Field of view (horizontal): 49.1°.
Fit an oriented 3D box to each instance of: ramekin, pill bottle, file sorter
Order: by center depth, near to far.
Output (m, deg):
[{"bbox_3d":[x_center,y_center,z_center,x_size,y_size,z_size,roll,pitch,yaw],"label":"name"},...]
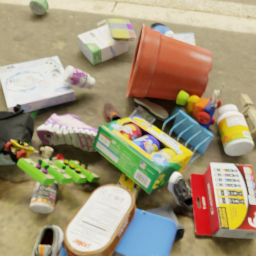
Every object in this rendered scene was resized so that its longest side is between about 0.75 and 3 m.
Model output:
[{"bbox_3d":[-2.731,2.099,9.254,0.738,0.738,1.268,2,54,2],"label":"pill bottle"},{"bbox_3d":[2.054,0.342,10.212,0.954,1.079,1.556,-31,60,-31],"label":"file sorter"},{"bbox_3d":[3.945,0.050,10.547,1.005,1.005,1.811,-2,54,-1],"label":"pill bottle"},{"bbox_3d":[-2.036,-2.044,11.674,1.226,0.688,0.688,19,46,-34],"label":"pill bottle"},{"bbox_3d":[-4.954,-6.752,15.454,1.015,1.015,0.496,12,63,8],"label":"ramekin"}]

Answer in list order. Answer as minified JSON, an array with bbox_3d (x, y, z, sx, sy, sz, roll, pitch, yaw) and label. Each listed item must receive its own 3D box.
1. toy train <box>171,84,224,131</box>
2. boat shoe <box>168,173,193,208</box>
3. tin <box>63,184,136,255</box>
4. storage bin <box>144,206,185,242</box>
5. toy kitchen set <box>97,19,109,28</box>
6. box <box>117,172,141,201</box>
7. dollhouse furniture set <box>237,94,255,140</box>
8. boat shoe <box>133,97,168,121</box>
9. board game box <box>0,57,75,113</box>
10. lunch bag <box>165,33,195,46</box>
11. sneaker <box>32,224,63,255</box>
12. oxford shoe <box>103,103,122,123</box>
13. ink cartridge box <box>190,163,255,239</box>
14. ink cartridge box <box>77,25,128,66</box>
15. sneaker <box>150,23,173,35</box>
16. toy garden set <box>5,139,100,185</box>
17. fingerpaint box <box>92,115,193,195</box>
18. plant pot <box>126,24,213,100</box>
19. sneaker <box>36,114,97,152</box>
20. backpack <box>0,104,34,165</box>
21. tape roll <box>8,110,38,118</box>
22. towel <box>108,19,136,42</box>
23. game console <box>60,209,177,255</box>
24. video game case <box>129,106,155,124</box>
[{"bbox_3d":[2.466,-0.908,10.195,1.566,2.707,1.146,30,56,23],"label":"toy train"},{"bbox_3d":[1.700,2.007,8.657,0.586,1.768,0.618,22,59,34],"label":"boat shoe"},{"bbox_3d":[-0.743,2.534,7.743,1.415,0.529,2.528,10,35,25],"label":"tin"},{"bbox_3d":[0.911,2.964,8.574,1.358,0.988,0.912,-12,45,-8],"label":"storage bin"},{"bbox_3d":[-1.259,-5.399,14.416,0.479,0.813,0.651,-20,72,18],"label":"toy kitchen set"},{"bbox_3d":[-0.089,2.226,9.195,0.732,0.672,2.090,20,56,13],"label":"box"},{"bbox_3d":[5.064,-0.397,11.189,1.428,0.898,1.614,5,50,-27],"label":"dollhouse furniture set"},{"bbox_3d":[0.872,-0.692,11.340,1.658,0.513,0.621,30,38,23],"label":"boat shoe"},{"bbox_3d":[-3.933,-1.875,11.957,2.654,0.576,2.641,-17,51,-18],"label":"board game box"},{"bbox_3d":[2.105,-3.506,12.985,1.957,1.244,1.660,-1,53,7],"label":"lunch bag"},{"bbox_3d":[-2.432,3.860,7.889,0.851,0.913,2.303,3,56,0],"label":"sneaker"},{"bbox_3d":[-0.525,-0.439,11.123,0.627,0.639,1.761,-22,57,-14],"label":"oxford shoe"},{"bbox_3d":[3.085,2.290,8.949,1.895,0.905,2.158,3,55,-2],"label":"ink cartridge box"},{"bbox_3d":[-1.189,-4.085,13.584,2.031,0.853,1.471,-28,59,-20],"label":"ink cartridge box"},{"bbox_3d":[1.250,-4.667,14.060,1.968,0.755,1.095,-25,64,-21],"label":"sneaker"},{"bbox_3d":[-2.384,1.021,9.013,2.177,2.611,0.521,28,96,29],"label":"toy garden set"},{"bbox_3d":[0.502,0.727,9.440,2.593,0.951,2.163,37,31,27],"label":"fingerpaint box"},{"bbox_3d":[1.625,-2.350,11.266,2.852,2.933,2.933,12,55,-4],"label":"plant pot"},{"bbox_3d":[-1.962,0.063,10.558,2.757,1.109,1.219,9,47,7],"label":"sneaker"},{"bbox_3d":[-4.819,0.396,9.911,2.608,1.651,2.176,0,49,-1],"label":"backpack"},{"bbox_3d":[-4.323,-0.746,11.569,1.150,0.276,1.150,0,54,0],"label":"tape roll"},{"bbox_3d":[-0.323,-4.697,13.440,1.176,0.186,1.638,-3,53,-16],"label":"towel"},{"bbox_3d":[-0.301,3.642,7.852,2.820,1.669,2.407,12,99,20],"label":"game console"},{"bbox_3d":[0.430,-0.245,11.071,0.980,0.114,0.891,-48,65,-1],"label":"video game case"}]
